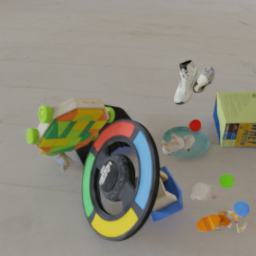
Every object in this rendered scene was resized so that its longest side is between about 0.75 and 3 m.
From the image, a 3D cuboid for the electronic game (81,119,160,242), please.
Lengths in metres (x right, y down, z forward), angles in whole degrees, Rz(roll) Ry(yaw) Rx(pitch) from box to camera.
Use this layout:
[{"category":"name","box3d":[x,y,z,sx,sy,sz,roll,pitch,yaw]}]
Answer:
[{"category":"electronic game","box3d":[-0.308,1.203,6.828,0.606,2.912,2.912,16,25,-36]}]

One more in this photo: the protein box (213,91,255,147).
[{"category":"protein box","box3d":[4.054,-0.331,9.846,1.715,1.157,1.703,-1,44,5]}]

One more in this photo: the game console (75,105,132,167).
[{"category":"game console","box3d":[-0.789,0.252,9.920,2.163,1.431,2.459,-38,49,0]}]

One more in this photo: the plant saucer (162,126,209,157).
[{"category":"plant saucer","box3d":[1.992,0.505,9.760,1.610,0.221,1.610,1,37,0]}]

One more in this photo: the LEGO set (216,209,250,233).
[{"category":"LEGO set","box3d":[2.589,2.420,7.174,1.318,0.491,0.606,-16,5,-13]}]

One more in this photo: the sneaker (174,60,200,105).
[{"category":"sneaker","box3d":[1.609,-1.420,8.300,0.536,0.818,1.421,6,59,41]}]

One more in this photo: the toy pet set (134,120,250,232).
[{"category":"toy pet set","box3d":[1.411,1.449,6.811,2.258,1.284,2.418,-31,55,17]}]

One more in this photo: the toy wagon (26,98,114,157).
[{"category":"toy wagon","box3d":[-1.746,0.149,8.092,2.188,2.820,0.558,-2,55,-43]}]

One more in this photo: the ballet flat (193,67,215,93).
[{"category":"ballet flat","box3d":[2.123,-1.295,8.004,0.412,1.145,0.412,1,71,-4]}]

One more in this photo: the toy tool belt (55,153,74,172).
[{"category":"toy tool belt","box3d":[-2.072,1.032,8.769,0.474,0.482,0.772,-46,51,-14]}]
